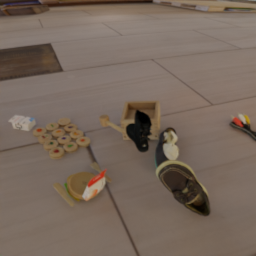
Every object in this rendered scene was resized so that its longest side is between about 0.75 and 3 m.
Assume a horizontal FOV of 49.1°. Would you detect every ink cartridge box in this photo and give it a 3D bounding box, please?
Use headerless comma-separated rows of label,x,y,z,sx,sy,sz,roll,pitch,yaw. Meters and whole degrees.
ink cartridge box,-5.284,-0.245,13.945,1.122,0.381,0.651,10,36,14
ink cartridge box,-1.084,1.967,9.667,0.263,1.049,0.850,44,41,16

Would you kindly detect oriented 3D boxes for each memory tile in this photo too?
memory tile,-3.149,0.402,13.154,2.017,0.221,2.631,-23,40,-29

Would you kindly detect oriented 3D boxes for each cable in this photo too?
cable,5.715,0.010,13.424,1.065,0.552,2.193,-10,36,-14

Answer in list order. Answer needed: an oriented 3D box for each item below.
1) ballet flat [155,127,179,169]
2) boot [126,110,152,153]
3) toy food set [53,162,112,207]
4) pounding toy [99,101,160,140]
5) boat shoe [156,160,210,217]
ballet flat,1.683,0.826,11.790,0.965,0.965,2.640,6,34,8
boot,0.378,-0.046,10.591,0.628,1.392,1.698,-14,41,-15
toy food set,-1.676,2.163,10.510,1.953,0.392,1.348,-26,53,-36
pounding toy,0.080,-0.093,13.060,2.728,1.248,2.396,-1,37,10
boat shoe,1.911,1.962,8.887,1.004,2.743,0.889,-42,35,13
